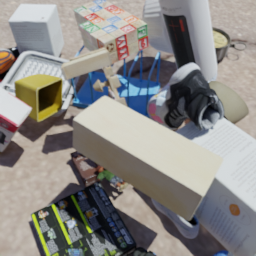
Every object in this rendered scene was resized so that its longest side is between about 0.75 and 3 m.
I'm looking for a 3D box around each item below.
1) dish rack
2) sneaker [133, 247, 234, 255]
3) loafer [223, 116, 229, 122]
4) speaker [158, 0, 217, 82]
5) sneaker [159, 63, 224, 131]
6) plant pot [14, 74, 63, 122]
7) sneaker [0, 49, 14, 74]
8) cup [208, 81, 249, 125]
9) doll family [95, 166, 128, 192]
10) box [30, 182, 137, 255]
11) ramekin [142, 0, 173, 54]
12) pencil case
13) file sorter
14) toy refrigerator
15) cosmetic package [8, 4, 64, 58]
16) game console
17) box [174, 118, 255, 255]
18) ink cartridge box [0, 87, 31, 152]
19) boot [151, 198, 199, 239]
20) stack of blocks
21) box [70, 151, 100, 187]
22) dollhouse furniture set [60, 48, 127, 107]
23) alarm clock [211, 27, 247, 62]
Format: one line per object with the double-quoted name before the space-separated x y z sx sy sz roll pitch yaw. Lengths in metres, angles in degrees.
"dish rack" -2.948 -1.481 9.655 2.277 0.578 2.653 14 51 -3
"sneaker" 0.831 2.848 5.616 2.561 0.983 1.424 -28 61 -16
"loafer" 2.522 0.011 7.462 1.859 0.586 0.668 49 49 10
"speaker" 1.650 -2.576 7.504 1.181 2.908 1.181 -12 50 15
"sneaker" 1.387 -0.329 6.274 0.805 2.133 1.214 -27 63 -17
"plant pot" -2.706 -0.996 8.212 1.105 1.074 1.081 23 35 18
"sneaker" -4.888 -1.466 9.515 2.716 1.054 1.522 -35 68 -4
"cup" 2.690 -0.520 8.584 1.099 1.536 1.536 -45 58 -4
"doll family" -0.097 0.852 7.573 1.106 0.751 1.913 33 30 24
"box" -1.049 2.389 6.428 1.830 0.450 1.895 -25 52 -20
"ramekin" 1.462 -3.676 9.467 1.137 2.441 2.441 13 46 35
"pencil case" 1.830 -1.219 9.167 1.230 1.342 2.958 29 54 19
"file sorter" -0.361 -1.684 9.393 2.695 1.653 1.870 12 48 11
"toy refrigerator" 0.260 0.477 5.004 2.491 0.872 0.946 29 46 18
"cosmetic package" -3.365 -3.550 10.562 1.398 1.670 1.389 3 47 4
"game console" -4.067 -2.603 11.106 2.508 0.389 2.218 -18 49 -17
"box" 2.229 1.283 6.320 1.436 2.057 2.701 -31 55 -24
"ink cartridge box" -3.507 -0.245 7.370 1.303 1.766 0.756 34 47 -16
"boot" 1.127 1.886 6.697 0.555 0.722 1.510 -31 54 -25
"stack of blocks" -0.766 -3.190 9.063 1.538 0.782 2.671 -30 51 -18
"box" -1.163 1.057 7.712 0.513 0.384 1.025 -22 49 -19
"dollhouse furniture set" -0.706 -0.638 7.116 1.165 2.387 2.035 -18 22 -1
"alarm clock" 3.488 -3.378 11.490 2.660 0.886 1.794 5 47 7
